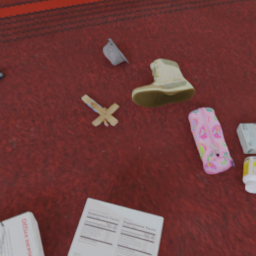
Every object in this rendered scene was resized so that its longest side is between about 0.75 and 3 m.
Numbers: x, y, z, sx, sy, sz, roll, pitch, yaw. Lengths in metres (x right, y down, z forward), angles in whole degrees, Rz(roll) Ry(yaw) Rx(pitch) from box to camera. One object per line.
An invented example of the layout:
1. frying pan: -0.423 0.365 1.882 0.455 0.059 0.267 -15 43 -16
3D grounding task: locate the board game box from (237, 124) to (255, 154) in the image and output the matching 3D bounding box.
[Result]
1. board game box: 5.136 0.399 10.732 1.563 0.502 1.153 -1 53 1

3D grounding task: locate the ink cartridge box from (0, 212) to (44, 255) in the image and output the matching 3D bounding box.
1. ink cartridge box: -3.578 3.595 7.950 2.156 0.899 1.566 -18 54 -14

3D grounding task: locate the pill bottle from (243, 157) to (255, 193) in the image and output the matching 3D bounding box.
1. pill bottle: 4.322 1.623 9.669 0.647 0.647 1.155 14 53 11

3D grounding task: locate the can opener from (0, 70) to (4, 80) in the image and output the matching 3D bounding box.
1. can opener: -6.498 -2.288 12.861 1.476 0.468 0.580 -32 59 -23

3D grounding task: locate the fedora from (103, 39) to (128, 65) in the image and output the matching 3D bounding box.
1. fedora: -0.696 -3.550 13.539 0.694 1.360 1.538 -37 67 9

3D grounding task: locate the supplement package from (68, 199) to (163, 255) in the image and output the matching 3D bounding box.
1. supplement package: -0.449 3.662 7.115 2.048 2.063 2.719 13 53 6

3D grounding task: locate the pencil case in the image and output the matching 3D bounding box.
1. pencil case: 3.010 0.422 10.351 1.108 1.108 2.533 -3 51 -3

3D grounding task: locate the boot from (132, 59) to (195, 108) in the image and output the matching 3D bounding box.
1. boot: 1.271 -2.033 12.299 2.791 1.006 2.158 -8 53 -16

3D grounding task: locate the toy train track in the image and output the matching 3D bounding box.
1. toy train track: -1.191 -0.695 11.708 1.271 0.361 2.216 -41 56 -14
